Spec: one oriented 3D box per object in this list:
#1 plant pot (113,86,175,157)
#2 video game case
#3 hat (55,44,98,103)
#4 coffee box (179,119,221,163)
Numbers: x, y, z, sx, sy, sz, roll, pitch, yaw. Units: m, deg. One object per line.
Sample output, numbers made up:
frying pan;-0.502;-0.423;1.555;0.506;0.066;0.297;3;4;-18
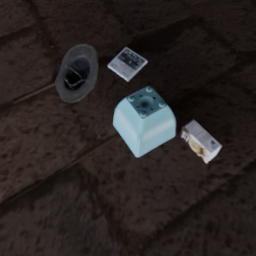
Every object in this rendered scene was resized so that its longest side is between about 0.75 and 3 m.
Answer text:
plant pot;0.595;-0.411;10.160;1.812;1.851;1.817;-29;63;-15
video game case;-0.045;-2.822;12.347;1.220;0.157;1.342;-46;61;-7
hat;-1.840;-2.109;11.493;2.444;0.986;2.444;-9;74;34
coffee box;2.605;0.482;10.232;0.564;0.799;1.413;-34;64;-18
